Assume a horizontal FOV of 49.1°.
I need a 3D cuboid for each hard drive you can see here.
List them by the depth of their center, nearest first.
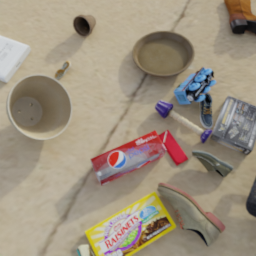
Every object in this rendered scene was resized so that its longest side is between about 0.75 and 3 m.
[{"bbox_3d":[-5.607,-3.001,11.316,2.733,0.365,1.803,21,67,9],"label":"hard drive"}]

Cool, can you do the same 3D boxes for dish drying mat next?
[{"bbox_3d":[1.530,0.674,9.697,0.486,0.115,1.265,-28,68,-11],"label":"dish drying mat"}]

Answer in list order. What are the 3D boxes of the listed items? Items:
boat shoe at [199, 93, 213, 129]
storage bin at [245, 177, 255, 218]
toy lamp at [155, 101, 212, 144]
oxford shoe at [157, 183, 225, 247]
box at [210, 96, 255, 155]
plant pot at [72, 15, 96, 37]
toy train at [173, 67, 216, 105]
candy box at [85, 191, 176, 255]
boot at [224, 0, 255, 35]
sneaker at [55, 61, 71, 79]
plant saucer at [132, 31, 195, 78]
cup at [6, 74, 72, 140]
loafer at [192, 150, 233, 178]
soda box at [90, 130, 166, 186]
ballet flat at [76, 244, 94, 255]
[{"bbox_3d":[2.823,-0.615,10.068,0.439,0.563,1.240,-2,65,-1],"label":"boat shoe"},{"bbox_3d":[4.927,1.622,8.099,1.879,1.303,2.779,24,83,1],"label":"storage bin"},{"bbox_3d":[1.892,-0.252,9.872,2.144,0.624,0.624,37,70,16],"label":"toy lamp"},{"bbox_3d":[1.731,2.565,8.421,2.333,0.822,0.873,36,72,16],"label":"oxford shoe"},{"bbox_3d":[3.874,-0.116,9.901,1.407,0.429,1.777,23,67,11],"label":"box"},{"bbox_3d":[-1.734,-4.353,11.715,0.893,0.893,0.779,27,45,12],"label":"plant pot"},{"bbox_3d":[2.482,-1.565,10.306,0.999,0.758,1.749,4,44,48],"label":"toy train"},{"bbox_3d":[0.069,3.070,8.447,2.483,0.328,1.269,-27,65,-12],"label":"candy box"},{"bbox_3d":[5.360,-4.947,12.212,2.104,0.765,2.235,-1,57,8],"label":"boot"},{"bbox_3d":[-2.529,-2.241,11.010,0.315,0.365,0.832,44,95,0],"label":"sneaker"},{"bbox_3d":[1.389,-2.916,11.163,2.465,0.363,2.465,-2,60,3],"label":"plant saucer"},{"bbox_3d":[-3.145,-0.614,9.391,2.088,1.493,2.088,3,85,-37],"label":"cup"},{"bbox_3d":[2.698,1.180,9.115,1.471,0.553,0.512,27,85,-2],"label":"loafer"},{"bbox_3d":[0.009,0.983,9.199,2.370,0.751,0.830,-23,68,-11],"label":"soda box"},{"bbox_3d":[-1.048,3.992,7.966,0.478,0.478,1.377,-22,66,-10],"label":"ballet flat"}]
